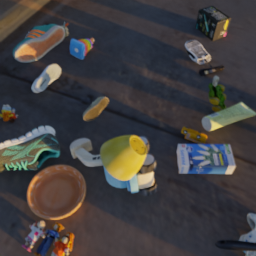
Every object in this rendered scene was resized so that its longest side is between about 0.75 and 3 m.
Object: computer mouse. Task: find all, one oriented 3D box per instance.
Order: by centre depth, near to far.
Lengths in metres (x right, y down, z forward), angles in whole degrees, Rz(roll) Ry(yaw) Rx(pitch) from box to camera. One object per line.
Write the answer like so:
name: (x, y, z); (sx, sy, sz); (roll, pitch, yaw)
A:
computer mouse: (3.251, -3.112, 12.485); (1.131, 0.452, 2.062); (-23, 62, -11)

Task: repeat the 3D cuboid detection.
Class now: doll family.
doll family: (-2.065, 3.138, 7.682); (1.592, 0.717, 0.988); (15, 59, 33)
doll family: (-4.769, -0.456, 10.371); (1.221, 0.550, 0.758); (-10, 53, -8)

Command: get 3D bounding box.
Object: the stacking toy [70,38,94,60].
stacking toy: (-1.972, -3.813, 12.921); (0.778, 0.823, 1.417); (27, 43, 13)

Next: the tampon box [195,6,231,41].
tampon box: (4.093, -5.078, 13.585); (0.852, 1.011, 1.349); (-24, 57, -17)

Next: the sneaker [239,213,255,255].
sneaker: (3.431, 3.410, 7.315); (1.126, 0.974, 2.598); (11, 45, 17)

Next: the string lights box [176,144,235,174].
string lights box: (2.520, 1.028, 9.242); (1.727, 0.509, 0.887); (0, 50, 1)

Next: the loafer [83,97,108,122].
loafer: (-1.221, -0.701, 10.292); (1.167, 0.442, 0.399); (-43, 36, -11)

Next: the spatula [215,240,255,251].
spatula: (3.638, 2.855, 6.862); (2.890, 0.297, 0.817); (-8, 8, 13)

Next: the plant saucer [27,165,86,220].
plant saucer: (-2.189, 1.988, 8.658); (1.783, 0.334, 1.783); (0, 54, 0)

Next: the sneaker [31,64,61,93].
sneaker: (-3.424, -2.055, 11.540); (0.601, 0.620, 1.698); (-12, 32, 37)

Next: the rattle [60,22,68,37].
rattle: (-3.168, -4.630, 13.350); (0.602, 0.843, 0.549); (-26, 91, -27)

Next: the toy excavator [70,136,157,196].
toy excavator: (-0.538, 1.040, 8.768); (2.512, 1.255, 2.442); (-9, 37, -5)

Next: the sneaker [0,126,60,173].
sneaker: (-3.395, 0.953, 9.044); (2.644, 1.026, 1.206); (-31, 61, -19)

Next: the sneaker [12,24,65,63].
sneaker: (-4.233, -3.929, 12.821); (1.117, 0.998, 2.797); (27, 53, 26)

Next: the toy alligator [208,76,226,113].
toy alligator: (3.145, -1.251, 10.155); (0.513, 2.134, 0.707); (16, 70, 33)

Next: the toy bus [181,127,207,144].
toy bus: (2.317, 0.282, 9.902); (0.904, 0.354, 0.294); (21, 36, 15)

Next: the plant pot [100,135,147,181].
plant pot: (-0.013, 0.643, 7.159); (1.161, 0.824, 1.161); (30, 39, -27)

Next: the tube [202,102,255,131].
tube: (3.666, -0.419, 10.179); (2.101, 0.545, 0.609); (-20, 89, -21)
